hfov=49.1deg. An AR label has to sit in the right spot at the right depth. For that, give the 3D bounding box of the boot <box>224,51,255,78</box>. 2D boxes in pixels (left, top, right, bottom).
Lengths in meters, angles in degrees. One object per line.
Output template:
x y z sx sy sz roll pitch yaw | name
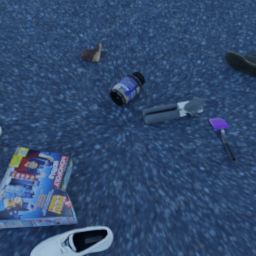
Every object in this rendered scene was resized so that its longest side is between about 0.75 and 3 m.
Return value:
5.240 -3.018 12.340 1.777 0.688 1.229 34 57 6 | boot

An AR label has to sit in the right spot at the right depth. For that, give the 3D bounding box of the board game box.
-2.664 2.028 8.763 2.513 0.776 2.515 9 56 5 | board game box

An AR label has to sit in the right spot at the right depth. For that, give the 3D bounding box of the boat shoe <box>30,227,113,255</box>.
-1.623 3.270 7.914 2.382 0.779 0.876 -17 58 -11 | boat shoe

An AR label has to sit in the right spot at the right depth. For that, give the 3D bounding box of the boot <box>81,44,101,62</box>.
-1.663 -3.465 12.651 0.822 0.357 0.988 9 68 -9 | boot

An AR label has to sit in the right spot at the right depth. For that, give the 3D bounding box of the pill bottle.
0.000 -1.588 11.193 0.815 0.815 1.458 34 63 21 | pill bottle

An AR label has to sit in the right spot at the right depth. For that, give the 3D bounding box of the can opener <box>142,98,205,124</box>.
1.741 -0.748 10.640 2.347 0.785 0.626 -11 56 -7 | can opener

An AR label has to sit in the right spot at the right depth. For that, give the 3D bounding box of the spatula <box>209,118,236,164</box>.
3.528 0.408 10.207 0.573 0.208 2.027 -6 56 -5 | spatula
